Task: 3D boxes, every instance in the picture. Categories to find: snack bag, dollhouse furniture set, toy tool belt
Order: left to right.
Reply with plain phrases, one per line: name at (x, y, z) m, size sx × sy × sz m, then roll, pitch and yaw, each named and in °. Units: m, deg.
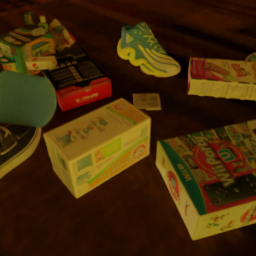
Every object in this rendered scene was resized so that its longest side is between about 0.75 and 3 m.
dollhouse furniture set at (-4.573, -4.784, 13.127) m, size 0.953 × 0.730 × 1.455 m, roll 14°, pitch 44°, yaw 15°
toy tool belt at (-2.988, -3.679, 11.803) m, size 1.158 × 1.177 × 1.885 m, roll -43°, pitch 47°, yaw 1°
snack bag at (0.596, -0.861, 9.203) m, size 0.907 × 0.097 × 0.855 m, roll 0°, pitch 41°, yaw -1°

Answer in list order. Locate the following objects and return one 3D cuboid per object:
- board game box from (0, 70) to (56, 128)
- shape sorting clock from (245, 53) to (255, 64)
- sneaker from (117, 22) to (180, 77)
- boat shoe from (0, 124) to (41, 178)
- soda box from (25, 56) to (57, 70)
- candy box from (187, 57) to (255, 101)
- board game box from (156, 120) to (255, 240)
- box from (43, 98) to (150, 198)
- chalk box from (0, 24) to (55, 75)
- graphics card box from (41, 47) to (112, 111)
board game box at (-2.822, -0.769, 7.507) m, size 1.731 × 1.367 × 0.337 m, roll 8°, pitch 7°, yaw -26°
shape sorting clock at (5.862, -2.307, 10.487) m, size 2.775 × 0.544 × 2.775 m, roll 0°, pitch 42°, yaw 0°
sneaker at (0.694, -3.012, 10.527) m, size 2.931 × 1.540 × 1.110 m, roll 29°, pitch 49°, yaw 29°
boat shoe at (-3.203, 0.468, 6.953) m, size 1.064 × 1.047 × 2.951 m, roll 12°, pitch 39°, yaw 15°
soda box at (-2.964, -2.209, 9.552) m, size 0.985 × 0.314 × 0.335 m, roll 0°, pitch 46°, yaw 12°
candy box at (3.268, -1.733, 9.722) m, size 2.291 × 0.699 × 1.563 m, roll 7°, pitch 42°, yaw 7°
board game box at (2.394, 1.032, 6.459) m, size 2.938 × 0.944 × 2.168 m, roll -12°, pitch 43°, yaw -12°
box at (-0.660, 0.412, 6.858) m, size 2.286 × 1.286 × 1.158 m, roll -28°, pitch 47°, yaw -28°
chalk box at (-3.939, -2.774, 10.450) m, size 1.328 × 1.318 × 2.127 m, roll 26°, pitch 49°, yaw 25°
graphics card box at (-1.920, -1.808, 9.767) m, size 1.758 × 0.713 × 2.802 m, roll -21°, pitch 46°, yaw -18°
